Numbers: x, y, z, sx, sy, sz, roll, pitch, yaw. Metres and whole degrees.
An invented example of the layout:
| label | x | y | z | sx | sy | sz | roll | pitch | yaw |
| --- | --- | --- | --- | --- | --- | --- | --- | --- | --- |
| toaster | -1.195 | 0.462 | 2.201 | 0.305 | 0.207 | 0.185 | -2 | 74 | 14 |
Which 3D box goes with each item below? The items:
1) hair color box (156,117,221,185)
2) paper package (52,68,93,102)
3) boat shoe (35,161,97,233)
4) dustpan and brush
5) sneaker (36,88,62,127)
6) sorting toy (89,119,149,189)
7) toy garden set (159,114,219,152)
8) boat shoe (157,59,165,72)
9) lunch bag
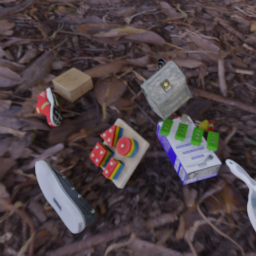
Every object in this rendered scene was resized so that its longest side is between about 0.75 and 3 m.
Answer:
| label | x | y | z | sx | sy | sz | roll | pitch | yaw |
| --- | --- | --- | --- | --- | --- | --- | --- | --- | --- |
| hair color box | 1.973 | 0.692 | 9.504 | 1.233 | 0.731 | 2.256 | -12 | 47 | -14 |
| paper package | -2.354 | -1.846 | 11.868 | 1.186 | 0.644 | 1.244 | 32 | 56 | 26 |
| boat shoe | -1.921 | 1.940 | 8.374 | 0.756 | 0.917 | 2.671 | -16 | 48 | -40 |
| dustpan and brush | 3.943 | 2.055 | 8.208 | 1.979 | 0.811 | 2.836 | -31 | 55 | -25 |
| sneaker | -3.140 | -0.688 | 10.906 | 0.857 | 0.777 | 2.018 | -25 | 46 | 0 |
| sorting toy | -0.398 | 0.714 | 8.738 | 0.573 | 1.636 | 1.646 | 22 | 14 | -43 |
| toy garden set | 2.059 | 0.094 | 9.375 | 1.837 | 0.367 | 1.531 | 17 | 37 | 10 |
| boat shoe | 1.522 | -2.758 | 12.905 | 0.413 | 0.354 | 1.129 | -1 | 49 | -2 |
| lunch bag | 1.169 | -1.185 | 8.757 | 1.236 | 1.507 | 0.886 | -40 | 49 | -2 |
